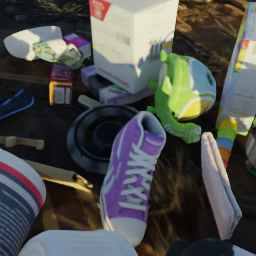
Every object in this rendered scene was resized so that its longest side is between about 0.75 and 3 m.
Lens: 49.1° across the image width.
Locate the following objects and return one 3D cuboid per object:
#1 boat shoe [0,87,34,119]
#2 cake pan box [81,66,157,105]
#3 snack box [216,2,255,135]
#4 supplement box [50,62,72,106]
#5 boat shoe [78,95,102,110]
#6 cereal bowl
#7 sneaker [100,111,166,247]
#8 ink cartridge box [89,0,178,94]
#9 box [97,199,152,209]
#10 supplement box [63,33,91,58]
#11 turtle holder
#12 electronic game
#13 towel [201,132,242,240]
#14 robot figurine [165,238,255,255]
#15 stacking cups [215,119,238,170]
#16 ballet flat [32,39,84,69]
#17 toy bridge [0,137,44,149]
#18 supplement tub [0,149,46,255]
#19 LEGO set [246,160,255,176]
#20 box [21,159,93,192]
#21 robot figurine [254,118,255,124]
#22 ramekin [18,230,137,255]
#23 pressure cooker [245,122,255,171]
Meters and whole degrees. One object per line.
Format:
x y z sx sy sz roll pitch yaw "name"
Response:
-3.944 -0.723 8.673 1.946 0.668 0.819 -28 29 -15 "boat shoe"
-0.320 -1.665 9.897 2.244 0.587 2.066 -22 46 -22 "cake pan box"
3.481 -1.708 8.198 1.005 2.968 2.503 13 45 15 "snack box"
-2.261 -1.574 9.518 0.681 0.877 1.589 3 43 -13 "supplement box"
-1.160 -0.697 9.084 1.034 0.322 0.386 31 64 10 "boat shoe"
-3.595 -3.217 10.937 2.167 0.902 2.167 -15 11 3 "cereal bowl"
0.151 0.920 5.919 1.043 1.641 2.878 14 54 -20 "sneaker"
0.142 -2.821 8.810 1.898 2.612 1.889 35 53 29 "ink cartridge box"
-0.080 1.799 6.581 0.912 0.228 0.919 35 52 30 "box"
-2.134 -3.406 11.674 0.600 0.588 1.161 -32 53 -29 "supplement box"
1.569 -0.959 7.871 1.692 1.810 2.382 9 37 -10 "turtle holder"
-0.509 0.251 7.938 2.443 0.508 2.443 -2 52 2 "electronic game"
1.862 1.246 5.835 0.295 1.832 1.750 -12 55 6 "towel"
1.661 2.701 3.940 2.212 1.837 2.944 4 1 -36 "robot figurine"
2.583 0.506 7.638 0.538 0.538 1.779 17 50 17 "stacking cups"
-2.039 -2.357 8.569 0.761 0.761 2.051 21 9 21 "ballet flat"
-3.257 0.383 7.790 1.789 0.243 0.601 4 4 -7 "toy bridge"
-3.021 1.974 5.030 2.098 2.098 2.989 9 45 10 "supplement tub"
3.577 0.960 6.794 1.083 0.816 1.409 -37 56 7 "LEGO set"
-1.898 1.042 6.466 1.907 1.559 0.203 13 71 13 "box"
4.831 -0.064 7.646 2.423 1.401 2.125 28 33 27 "robot figurine"
-0.970 2.669 3.790 1.234 2.650 2.650 24 37 -26 "ramekin"
3.490 0.161 5.924 1.603 1.795 1.578 27 61 25 "pressure cooker"
